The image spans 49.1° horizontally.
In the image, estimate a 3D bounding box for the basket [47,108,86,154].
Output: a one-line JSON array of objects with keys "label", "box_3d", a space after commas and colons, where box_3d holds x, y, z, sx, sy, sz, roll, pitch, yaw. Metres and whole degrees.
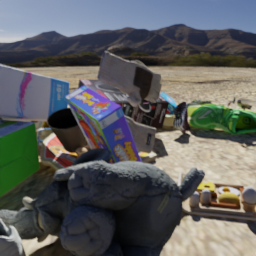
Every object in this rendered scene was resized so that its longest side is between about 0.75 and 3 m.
[{"label": "basket", "box_3d": [-1.478, 0.113, 7.189, 0.955, 1.059, 0.720, -8, 49, -5]}]

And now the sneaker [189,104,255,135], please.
[{"label": "sneaker", "box_3d": [3.646, -0.336, 10.447, 2.672, 0.989, 1.116, 3, 12, 10]}]

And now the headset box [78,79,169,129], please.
[{"label": "headset box", "box_3d": [-0.396, -0.846, 9.868, 2.890, 1.084, 2.148, -3, 30, -28]}]

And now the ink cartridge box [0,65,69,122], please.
[{"label": "ink cartridge box", "box_3d": [-3.382, -0.882, 7.375, 2.139, 1.253, 2.960, 5, 0, 36]}]

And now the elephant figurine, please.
[{"label": "elephant figurine", "box_3d": [-0.659, 1.148, 4.308, 2.073, 1.891, 2.673, 25, -14, -30]}]

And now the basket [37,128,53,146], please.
[{"label": "basket", "box_3d": [-2.486, 0.311, 8.859, 0.759, 0.598, 0.860, -2, 8, -31]}]

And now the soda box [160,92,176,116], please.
[{"label": "soda box", "box_3d": [1.705, -1.040, 12.910, 0.749, 0.708, 2.207, 34, 15, -5]}]

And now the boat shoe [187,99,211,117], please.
[{"label": "boat shoe", "box_3d": [3.014, -0.891, 12.106, 1.999, 0.714, 0.598, -1, 57, -38]}]

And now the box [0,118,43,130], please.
[{"label": "box", "box_3d": [-4.022, -0.462, 9.596, 0.772, 1.498, 2.568, 44, 38, 23]}]

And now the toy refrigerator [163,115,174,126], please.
[{"label": "toy refrigerator", "box_3d": [1.384, -0.340, 11.192, 1.183, 0.414, 0.449, 5, 12, -14]}]

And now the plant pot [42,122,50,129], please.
[{"label": "plant pot", "box_3d": [-2.573, -0.245, 10.259, 0.854, 0.854, 0.753, 13, 8, -3]}]

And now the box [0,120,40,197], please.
[{"label": "box", "box_3d": [-3.844, 0.700, 6.112, 2.503, 1.372, 2.837, 4, 17, 15]}]

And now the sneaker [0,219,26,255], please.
[{"label": "sneaker", "box_3d": [-2.216, 1.544, 4.040, 1.985, 0.913, 0.752, 7, 17, 24]}]

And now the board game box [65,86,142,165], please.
[{"label": "board game box", "box_3d": [-0.373, 0.340, 5.642, 0.483, 2.157, 1.450, -34, 36, -18]}]

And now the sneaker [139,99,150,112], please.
[{"label": "sneaker", "box_3d": [0.495, -0.954, 8.764, 0.336, 0.472, 0.951, -7, 52, -12]}]

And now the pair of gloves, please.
[{"label": "pair of gloves", "box_3d": [-0.032, -0.576, 7.295, 2.074, 2.440, 0.428, 7, 0, -38]}]

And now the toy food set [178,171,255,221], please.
[{"label": "toy food set", "box_3d": [1.908, 1.251, 5.738, 1.760, 0.532, 1.263, 3, 16, 12]}]

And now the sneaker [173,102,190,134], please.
[{"label": "sneaker", "box_3d": [2.052, -0.307, 10.406, 0.504, 0.770, 1.333, -13, 41, 37]}]

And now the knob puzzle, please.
[{"label": "knob puzzle", "box_3d": [-1.106, 0.442, 7.956, 3.264, 0.453, 3.264, 5, 22, -2]}]

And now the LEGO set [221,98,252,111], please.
[{"label": "LEGO set", "box_3d": [4.031, -0.506, 11.046, 1.306, 0.570, 2.010, 21, -14, 22]}]
